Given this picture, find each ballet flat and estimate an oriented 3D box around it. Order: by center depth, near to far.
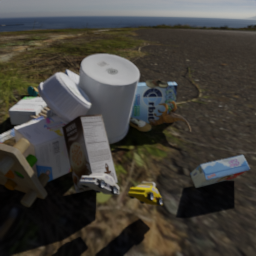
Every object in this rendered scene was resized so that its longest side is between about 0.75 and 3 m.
[{"bbox_3d":[0.444,-0.161,11.868,1.293,0.408,0.444,18,60,49],"label":"ballet flat"},{"bbox_3d":[-5.194,-1.916,15.751,0.506,0.551,1.606,15,13,-42],"label":"ballet flat"}]

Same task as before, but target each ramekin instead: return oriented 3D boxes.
[{"bbox_3d":[-1.899,-0.958,8.710,0.796,1.709,1.709,-42,27,9],"label":"ramekin"}]

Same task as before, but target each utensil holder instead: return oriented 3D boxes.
[{"bbox_3d":[-0.857,-1.095,10.716,2.290,2.695,2.290,9,41,-8],"label":"utensil holder"}]

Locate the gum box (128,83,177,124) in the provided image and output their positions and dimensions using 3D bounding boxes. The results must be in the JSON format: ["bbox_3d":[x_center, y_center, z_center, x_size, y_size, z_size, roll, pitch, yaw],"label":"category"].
[{"bbox_3d":[1.040,-1.089,12.391,2.091,1.776,0.466,-2,26,-2],"label":"gum box"}]

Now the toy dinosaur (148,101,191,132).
[{"bbox_3d":[1.814,-0.482,11.680,0.680,1.195,2.251,-15,9,-39],"label":"toy dinosaur"}]

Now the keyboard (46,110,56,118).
[{"bbox_3d":[-2.730,-0.175,10.450,0.657,2.333,0.124,-14,72,-22],"label":"keyboard"}]

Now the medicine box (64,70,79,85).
[{"bbox_3d":[-2.625,-2.071,14.505,1.610,0.829,1.467,25,21,-32],"label":"medicine box"}]

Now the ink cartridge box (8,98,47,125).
[{"bbox_3d":[-4.509,-0.790,12.963,1.269,0.731,1.739,2,26,5],"label":"ink cartridge box"}]

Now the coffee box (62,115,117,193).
[{"bbox_3d":[-1.122,0.731,7.961,0.789,1.979,1.132,-6,-13,-41],"label":"coffee box"}]

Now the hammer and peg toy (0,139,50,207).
[{"bbox_3d":[-3.494,0.742,7.371,2.170,2.950,1.040,11,48,23],"label":"hammer and peg toy"}]

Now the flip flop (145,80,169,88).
[{"bbox_3d":[1.202,-1.860,11.647,0.972,0.280,0.394,10,59,16],"label":"flip flop"}]

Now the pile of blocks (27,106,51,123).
[{"bbox_3d":[-3.019,-0.465,11.800,0.892,1.179,2.872,24,48,20],"label":"pile of blocks"}]

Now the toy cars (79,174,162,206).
[{"bbox_3d":[-0.087,1.441,6.871,2.252,1.010,0.499,17,66,-13],"label":"toy cars"}]

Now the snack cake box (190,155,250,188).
[{"bbox_3d":[2.710,1.302,8.343,1.457,0.838,0.489,-10,65,-15],"label":"snack cake box"}]

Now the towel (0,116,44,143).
[{"bbox_3d":[-4.062,0.260,9.588,1.639,0.266,2.232,-20,11,32],"label":"towel"}]

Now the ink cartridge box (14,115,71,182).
[{"bbox_3d":[-2.290,0.549,9.281,2.292,1.473,1.435,-21,36,-38],"label":"ink cartridge box"}]
